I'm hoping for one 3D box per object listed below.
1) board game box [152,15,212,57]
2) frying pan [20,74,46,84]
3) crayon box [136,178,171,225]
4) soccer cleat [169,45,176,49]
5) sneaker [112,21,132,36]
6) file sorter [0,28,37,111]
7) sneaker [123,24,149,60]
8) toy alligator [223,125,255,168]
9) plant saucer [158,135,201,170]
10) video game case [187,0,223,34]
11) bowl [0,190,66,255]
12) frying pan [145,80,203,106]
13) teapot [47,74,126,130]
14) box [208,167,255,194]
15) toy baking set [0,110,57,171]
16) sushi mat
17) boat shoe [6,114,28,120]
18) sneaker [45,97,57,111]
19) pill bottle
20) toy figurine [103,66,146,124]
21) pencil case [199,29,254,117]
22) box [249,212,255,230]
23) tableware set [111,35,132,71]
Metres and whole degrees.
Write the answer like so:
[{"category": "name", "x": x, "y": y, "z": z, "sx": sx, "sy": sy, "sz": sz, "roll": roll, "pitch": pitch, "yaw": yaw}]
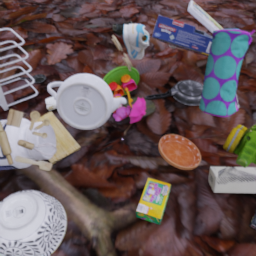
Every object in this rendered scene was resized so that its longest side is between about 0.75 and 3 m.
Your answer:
[{"category": "board game box", "x": 1.972, "y": -3.072, "z": 9.604, "sx": 2.305, "sy": 0.711, "sz": 2.303, "roll": 17, "pitch": 18, "yaw": -2}, {"category": "frying pan", "x": -4.335, "y": -2.193, "z": 12.861, "sx": 1.119, "sy": 0.182, "sz": 0.677, "roll": -16, "pitch": 47, "yaw": -13}, {"category": "crayon box", "x": 0.771, "y": 2.167, "z": 8.389, "sx": 0.739, "sy": 0.362, "sz": 1.244, "roll": 14, "pitch": 47, "yaw": 14}, {"category": "soccer cleat", "x": 1.763, "y": -3.790, "z": 11.689, "sx": 0.431, "sy": 0.349, "sz": 0.999, "roll": -10, "pitch": 79, "yaw": -51}, {"category": "sneaker", "x": -0.243, "y": -3.562, "z": 9.948, "sx": 0.477, "sy": 0.833, "sz": 0.319, "roll": 7, "pitch": 78, "yaw": -41}, {"category": "file sorter", "x": -4.973, "y": -2.464, "z": 11.428, "sx": 1.629, "sy": 2.616, "sz": 1.815, "roll": -29, "pitch": 52, "yaw": -28}, {"category": "sneaker", "x": 0.319, "y": -2.495, "z": 8.342, "sx": 0.651, "sy": 1.613, "sz": 0.617, "roll": 0, "pitch": 79, "yaw": 13}, {"category": "toy alligator", "x": 2.689, "y": 0.238, "z": 5.859, "sx": 0.951, "sy": 0.689, "sz": 2.869, "roll": 30, "pitch": 19, "yaw": 21}, {"category": "plant saucer", "x": 1.345, "y": 0.649, "z": 7.406, "sx": 1.176, "sy": 0.190, "sz": 1.176, "roll": 13, "pitch": 39, "yaw": -11}, {"category": "video game case", "x": 2.901, "y": -3.948, "z": 10.329, "sx": 1.724, "sy": 0.197, "sz": 1.569, "roll": 37, "pitch": 33, "yaw": -10}, {"category": "bowl", "x": -2.860, "y": 2.478, "z": 7.612, "sx": 2.219, "sy": 1.041, "sz": 2.219, "roll": 0, "pitch": 44, "yaw": 0}, {"category": "frying pan", "x": 2.185, "y": -1.668, "z": 12.226, "sx": 2.679, "sy": 0.436, "sz": 1.621, "roll": 11, "pitch": 46, "yaw": 6}, {"category": "teapot", "x": -1.109, "y": -0.786, "z": 7.386, "sx": 1.553, "sy": 1.574, "sz": 1.149, "roll": -27, "pitch": 24, "yaw": 18}, {"category": "box", "x": 3.436, "y": 1.607, "z": 8.641, "sx": 1.733, "sy": 0.593, "sz": 0.712, "roll": 0, "pitch": 20, "yaw": 0}, {"category": "toy baking set", "x": -2.196, "y": 0.306, "z": 6.171, "sx": 1.167, "sy": 1.521, "sz": 0.177, "roll": -13, "pitch": 6, "yaw": -32}, {"category": "sushi mat", "x": -2.838, "y": 0.307, "z": 10.390, "sx": 1.159, "sy": 0.147, "sz": 2.423, "roll": -27, "pitch": 51, "yaw": -25}, {"category": "boat shoe", "x": -4.336, "y": -0.362, "z": 10.955, "sx": 0.862, "sy": 0.303, "sz": 0.304, "roll": -31, "pitch": 51, "yaw": -29}, {"category": "sneaker", "x": -2.812, "y": -0.851, "z": 11.315, "sx": 0.869, "sy": 0.554, "sz": 1.503, "roll": -29, "pitch": 42, "yaw": -24}, {"category": "pill bottle", "x": -3.312, "y": 0.456, "z": 7.644, "sx": 2.450, "sy": 1.361, "sz": 1.361, "roll": -6, "pitch": 44, "yaw": 11}, {"category": "toy figurine", "x": -0.220, "y": -1.010, "z": 11.007, "sx": 2.199, "sy": 1.651, "sz": 2.024, "roll": -27, "pitch": 57, "yaw": 4}, {"category": "pencil case", "x": 2.470, "y": -1.397, "z": 7.125, "sx": 0.990, "sy": 2.143, "sz": 0.912, "roll": 9, "pitch": 16, "yaw": 11}, {"category": "box", "x": 4.148, "y": 2.594, "z": 8.032, "sx": 0.924, "sy": 0.267, "sz": 1.162, "roll": 29, "pitch": 52, "yaw": 26}, {"category": "tableware set", "x": -0.222, "y": -2.731, "z": 10.215, "sx": 0.187, "sy": 1.346, "sz": 1.611, "roll": -31, "pitch": 15, "yaw": 7}]
